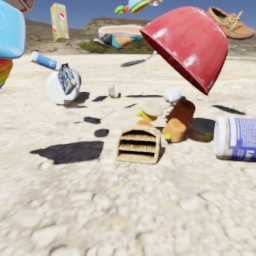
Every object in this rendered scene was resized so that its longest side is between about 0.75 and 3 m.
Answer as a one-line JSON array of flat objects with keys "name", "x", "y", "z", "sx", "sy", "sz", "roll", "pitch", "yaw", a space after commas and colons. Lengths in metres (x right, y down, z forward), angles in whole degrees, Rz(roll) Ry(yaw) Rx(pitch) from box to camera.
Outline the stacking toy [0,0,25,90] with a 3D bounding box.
[{"name": "stacking toy", "x": -2.680, "y": -1.097, "z": 5.215, "sx": 1.344, "sy": 2.316, "sz": 1.271, "roll": 1, "pitch": 57, "yaw": -23}]

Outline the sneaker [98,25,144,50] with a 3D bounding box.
[{"name": "sneaker", "x": -0.148, "y": -3.707, "z": 11.636, "sx": 2.102, "sy": 0.840, "sz": 0.750, "roll": 2, "pitch": 46, "yaw": 4}]

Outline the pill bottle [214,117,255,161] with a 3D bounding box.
[{"name": "pill bottle", "x": 3.107, "y": 0.288, "z": 6.901, "sx": 1.810, "sy": 1.047, "sz": 1.047, "roll": 3, "pitch": 18, "yaw": 11}]

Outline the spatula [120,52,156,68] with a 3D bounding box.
[{"name": "spatula", "x": 0.709, "y": -2.467, "z": 9.732, "sx": 2.325, "sy": 0.239, "sz": 0.657, "roll": -27, "pitch": 34, "yaw": -23}]

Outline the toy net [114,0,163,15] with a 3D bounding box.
[{"name": "toy net", "x": 0.462, "y": -3.405, "z": 7.718, "sx": 0.993, "sy": 0.366, "sz": 1.893, "roll": -24, "pitch": 9, "yaw": 45}]

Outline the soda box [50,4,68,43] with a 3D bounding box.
[{"name": "soda box", "x": -2.588, "y": -3.924, "z": 10.547, "sx": 0.424, "sy": 1.324, "sz": 0.448, "roll": -3, "pitch": -6, "yaw": -37}]

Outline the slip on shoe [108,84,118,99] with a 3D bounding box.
[{"name": "slip on shoe", "x": -0.803, "y": -1.910, "z": 14.428, "sx": 0.489, "sy": 0.614, "sz": 1.615, "roll": 7, "pitch": 25, "yaw": -8}]

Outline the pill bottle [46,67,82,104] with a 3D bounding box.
[{"name": "pill bottle", "x": -3.039, "y": -2.051, "z": 13.349, "sx": 1.526, "sy": 1.526, "sz": 2.635, "roll": -2, "pitch": 19, "yaw": -5}]

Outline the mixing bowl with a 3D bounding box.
[{"name": "mixing bowl", "x": 1.563, "y": -2.041, "z": 6.922, "sx": 2.388, "sy": 1.294, "sz": 2.388, "roll": 42, "pitch": 11, "yaw": -10}]

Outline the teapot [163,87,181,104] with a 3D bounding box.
[{"name": "teapot", "x": 2.114, "y": -1.458, "z": 12.994, "sx": 0.895, "sy": 0.654, "sz": 0.883, "roll": -29, "pitch": -2, "yaw": -10}]

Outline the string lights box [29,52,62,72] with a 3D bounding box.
[{"name": "string lights box", "x": -3.013, "y": -2.393, "z": 10.260, "sx": 1.049, "sy": 0.309, "sz": 0.539, "roll": 18, "pitch": -6, "yaw": -28}]

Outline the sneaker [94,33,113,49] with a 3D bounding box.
[{"name": "sneaker", "x": -0.861, "y": -3.093, "z": 9.701, "sx": 0.349, "sy": 0.496, "sz": 0.934, "roll": 11, "pitch": 6, "yaw": 27}]

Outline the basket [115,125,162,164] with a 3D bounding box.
[{"name": "basket", "x": 0.266, "y": 0.381, "z": 7.058, "sx": 1.095, "sy": 0.781, "sz": 0.815, "roll": 5, "pitch": 18, "yaw": 16}]

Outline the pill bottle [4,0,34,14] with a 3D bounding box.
[{"name": "pill bottle", "x": -2.154, "y": -2.556, "z": 5.222, "sx": 0.479, "sy": 0.479, "sz": 0.875, "roll": 2, "pitch": -7, "yaw": 6}]

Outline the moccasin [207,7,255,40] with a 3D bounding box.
[{"name": "moccasin", "x": 3.105, "y": -3.212, "z": 8.538, "sx": 0.632, "sy": 0.667, "sz": 1.728, "roll": -22, "pitch": 50, "yaw": -20}]

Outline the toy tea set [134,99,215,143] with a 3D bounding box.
[{"name": "toy tea set", "x": 1.134, "y": -0.032, "z": 8.525, "sx": 2.807, "sy": 1.039, "sz": 1.669, "roll": -2, "pitch": 47, "yaw": -23}]

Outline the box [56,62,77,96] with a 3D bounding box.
[{"name": "box", "x": -1.917, "y": -1.490, "z": 8.698, "sx": 0.216, "sy": 0.746, "sz": 0.939, "roll": -23, "pitch": -4, "yaw": -27}]

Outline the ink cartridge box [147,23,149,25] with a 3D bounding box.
[{"name": "ink cartridge box", "x": 1.324, "y": -3.805, "z": 10.948, "sx": 0.911, "sy": 0.659, "sz": 0.671, "roll": -11, "pitch": -1, "yaw": 19}]
